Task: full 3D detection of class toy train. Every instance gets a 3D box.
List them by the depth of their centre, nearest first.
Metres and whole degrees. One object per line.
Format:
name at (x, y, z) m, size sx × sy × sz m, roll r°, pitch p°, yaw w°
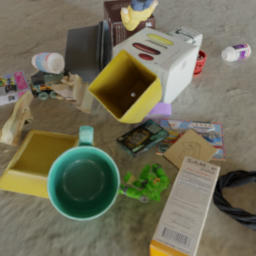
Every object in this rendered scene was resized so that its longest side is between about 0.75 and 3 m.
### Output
toy train at (-3.380, -1.932, 12.436) m, size 1.952 × 1.113 × 0.832 m, roll -14°, pitch 58°, yaw -13°

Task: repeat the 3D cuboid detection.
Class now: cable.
cable at (3.898, 2.167, 8.904) m, size 2.627 × 0.667 × 2.143 m, roll 18°, pitch 49°, yaw 17°

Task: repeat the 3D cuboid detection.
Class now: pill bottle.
pill bottle at (-3.543, -2.857, 12.252) m, size 1.555 × 0.846 × 0.846 m, roll 15°, pitch 45°, yaw 41°
pill bottle at (5.613, -3.925, 14.637) m, size 1.356 × 0.763 × 0.763 m, roll -15°, pitch 48°, yaw -14°

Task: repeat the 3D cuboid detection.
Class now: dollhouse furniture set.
dollhouse furniture set at (-2.564, -1.233, 11.330) m, size 2.156 × 1.839 × 1.053 m, roll 1°, pitch 73°, yaw 25°

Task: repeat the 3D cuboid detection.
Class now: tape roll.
tape roll at (1.034, -0.694, 11.182) m, size 1.347 × 1.347 × 0.442 m, roll -1°, pitch 86°, yaw -1°

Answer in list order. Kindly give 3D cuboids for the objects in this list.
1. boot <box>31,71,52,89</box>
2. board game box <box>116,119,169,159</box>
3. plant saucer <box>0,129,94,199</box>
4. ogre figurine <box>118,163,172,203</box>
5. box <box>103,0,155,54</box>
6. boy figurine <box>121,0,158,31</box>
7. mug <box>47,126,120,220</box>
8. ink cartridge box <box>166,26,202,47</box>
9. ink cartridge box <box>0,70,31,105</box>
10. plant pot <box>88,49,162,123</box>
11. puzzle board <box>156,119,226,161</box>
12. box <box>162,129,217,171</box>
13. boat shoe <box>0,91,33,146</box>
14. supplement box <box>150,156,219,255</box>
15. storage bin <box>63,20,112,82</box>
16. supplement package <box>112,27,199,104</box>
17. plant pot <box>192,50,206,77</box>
boot at (-3.821, -2.290, 13.251) m, size 1.101 × 0.584 × 1.673 m, roll 12°, pitch 52°, yaw 4°
board game box at (0.558, 0.377, 10.725) m, size 1.707 × 0.240 × 1.155 m, roll -30°, pitch 45°, yaw -22°
plant saucer at (-2.880, 1.078, 9.954) m, size 2.704 × 0.655 × 2.703 m, roll 9°, pitch 48°, yaw 8°
ogre figurine at (0.642, 1.811, 9.137) m, size 1.838 × 0.902 × 1.102 m, roll -3°, pitch 24°, yaw -45°
box at (0.011, -5.310, 14.973) m, size 2.166 × 2.188 × 2.637 m, roll -10°, pitch 47°, yaw -9°
boy figurine at (0.404, -4.738, 11.197) m, size 1.589 × 2.555 × 0.823 m, roll -22°, pitch 91°, yaw -15°
mug at (-1.214, 1.429, 8.426) m, size 2.005 × 1.509 × 2.440 m, roll 35°, pitch 78°, yaw -3°
ink cartridge box at (2.944, -4.790, 15.443) m, size 1.864 × 0.774 × 1.367 m, roll -31°, pitch 54°, yaw -26°
ink cartridge box at (-5.901, -1.679, 12.675) m, size 2.736 × 0.574 × 1.632 m, roll -21°, pitch 49°, yaw -17°
plant pot at (0.095, -1.248, 10.029) m, size 1.915 × 1.689 × 1.915 m, roll -47°, pitch 61°, yaw 5°
puzzle board at (2.418, 0.372, 10.876) m, size 2.529 × 0.220 × 1.906 m, roll 5°, pitch 47°, yaw 7°
box at (2.210, 0.905, 10.060) m, size 1.585 × 0.169 × 1.296 m, roll -39°, pitch 67°, yaw -21°
boat shoe at (-4.287, -0.390, 11.241) m, size 0.851 × 0.945 × 2.619 m, roll 24°, pitch 46°, yaw -15°
supplement box at (1.552, 2.505, 7.770) m, size 1.072 × 1.838 × 2.916 m, roll 17°, pitch 48°, yaw 18°
storage bin at (-1.865, -3.404, 13.262) m, size 1.902 × 2.061 × 2.832 m, roll -1°, pitch 70°, yaw 8°
supplement package at (1.164, -2.730, 12.536) m, size 2.780 × 2.044 × 2.658 m, roll 28°, pitch 50°, yaw 22°
plant pot at (3.187, -3.174, 13.741) m, size 1.122 × 1.022 × 1.122 m, roll 0°, pitch 47°, yaw 0°
